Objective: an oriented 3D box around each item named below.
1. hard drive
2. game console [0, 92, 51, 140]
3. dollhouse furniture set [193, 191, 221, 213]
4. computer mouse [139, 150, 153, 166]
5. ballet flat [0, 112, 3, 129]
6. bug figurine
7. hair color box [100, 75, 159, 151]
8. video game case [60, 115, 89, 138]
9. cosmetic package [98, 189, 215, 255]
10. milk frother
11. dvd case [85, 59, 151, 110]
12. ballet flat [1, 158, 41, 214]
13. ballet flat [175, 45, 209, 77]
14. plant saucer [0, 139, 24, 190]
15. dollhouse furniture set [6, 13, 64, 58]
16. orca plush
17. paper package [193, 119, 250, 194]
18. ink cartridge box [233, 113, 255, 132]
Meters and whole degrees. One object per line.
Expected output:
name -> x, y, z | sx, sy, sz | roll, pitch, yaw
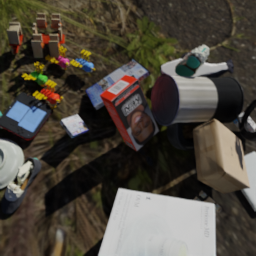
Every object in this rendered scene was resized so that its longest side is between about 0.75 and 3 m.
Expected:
hard drive -> 4.405, 1.831, 9.734 | 1.176, 0.234, 1.783 | -22, 63, -7
game console -> -3.951, -0.456, 10.803 | 1.480, 0.260, 1.673 | 30, 59, -5
dollhouse furniture set -> 2.355, 2.566, 8.786 | 0.774, 0.548, 0.842 | 42, 101, 12
computer mouse -> 0.607, 1.044, 9.804 | 0.149, 0.873, 0.256 | -18, 37, 32
ballet flat -> -5.374, -0.664, 11.008 | 0.618, 0.625, 1.837 | -30, 63, -9
bug figurine -> -2.925, -2.245, 11.819 | 2.298, 0.762, 2.963 | 35, 70, 25
hair color box -> 0.110, -0.471, 9.709 | 1.224, 2.412, 0.739 | -42, 42, -17
video game case -> -1.977, -0.062, 10.319 | 0.749, 0.188, 0.826 | 50, 38, 12
cosmetic package -> 0.779, 3.364, 7.355 | 2.776, 1.707, 2.768 | 7, 41, 9
milk frother -> 2.762, -0.693, 9.295 | 2.819, 2.997, 2.705 | -3, 77, -25
dvd case -> -0.480, -1.776, 11.046 | 2.476, 0.217, 1.767 | -34, 34, 0
ballet flat -> -3.693, 1.874, 9.483 | 0.753, 0.753, 2.060 | 21, 63, 12
ballet flat -> 2.371, -2.404, 10.191 | 0.797, 2.222, 0.797 | 0, 87, -9
plant saucer -> -4.840, 1.216, 9.969 | 2.074, 0.521, 2.074 | 0, 60, 0
dollhouse furniture set -> -4.089, -4.017, 12.646 | 2.375, 1.237, 2.400 | -2, 49, -9
orca plush -> 2.826, -2.322, 11.629 | 2.857, 1.016, 1.503 | -14, 72, 12
paper package -> 2.936, 0.951, 8.853 | 1.716, 0.931, 1.800 | 30, 48, -35
ink cartridge box -> 4.436, -0.108, 10.567 | 0.888, 0.515, 0.301 | 50, 51, -5
